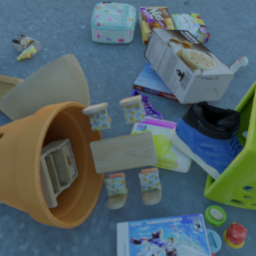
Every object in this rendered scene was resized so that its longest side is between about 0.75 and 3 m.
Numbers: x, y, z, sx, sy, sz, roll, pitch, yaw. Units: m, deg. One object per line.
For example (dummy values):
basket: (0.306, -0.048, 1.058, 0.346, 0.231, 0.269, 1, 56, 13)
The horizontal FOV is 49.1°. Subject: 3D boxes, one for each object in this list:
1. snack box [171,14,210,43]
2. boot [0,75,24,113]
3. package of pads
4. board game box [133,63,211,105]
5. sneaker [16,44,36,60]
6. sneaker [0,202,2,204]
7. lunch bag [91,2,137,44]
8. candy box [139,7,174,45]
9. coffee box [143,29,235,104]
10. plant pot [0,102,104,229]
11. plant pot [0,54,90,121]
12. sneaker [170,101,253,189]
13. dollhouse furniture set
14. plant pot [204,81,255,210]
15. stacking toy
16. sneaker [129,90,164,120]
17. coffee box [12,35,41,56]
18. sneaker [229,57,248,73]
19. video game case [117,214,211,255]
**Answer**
snack box: (2.734, -4.476, 12.562, 1.301, 0.485, 1.829, -6, 49, -5)
boot: (-4.596, -1.742, 9.878, 2.905, 0.961, 2.544, 14, 63, 14)
package of pads: (0.943, 0.451, 8.072, 1.836, 0.626, 1.419, 11, 49, 9)
board game box: (1.709, -1.559, 10.107, 2.771, 0.270, 1.427, 18, 52, 16)
sneaker: (-4.069, -2.921, 11.193, 0.904, 0.408, 0.353, -29, 35, 19)
sneaker: (-3.305, 1.349, 7.343, 0.854, 0.558, 1.485, -3, 53, -3)
lunch bag: (-0.586, -4.748, 12.498, 1.972, 0.948, 2.459, 2, 48, 2)
candy box: (1.254, -4.637, 12.604, 1.339, 0.648, 2.295, -2, 50, -2)
coffee box: (1.935, -2.162, 9.490, 1.619, 1.129, 2.831, -6, 47, -26)
plant pot: (-1.996, 0.830, 6.597, 1.934, 2.763, 2.763, -2, 46, 22)
plant pot: (-2.100, -0.680, 8.170, 2.556, 2.556, 1.716, -43, 102, -31)
sneaker: (2.490, 0.443, 6.885, 2.779, 1.546, 1.067, 38, 46, 15)
dollhouse furniture set: (-0.690, 0.751, 6.336, 2.605, 2.393, 1.695, -11, 11, 9)
plant pot: (3.492, 0.649, 6.722, 2.231, 2.447, 2.459, 22, 54, 7)
stacking toy: (2.022, 2.300, 6.501, 1.219, 0.515, 1.103, -15, 50, -13)
sneaker: (0.543, -0.673, 9.011, 0.630, 0.652, 1.562, -25, 53, -33)
coffee box: (-4.232, -3.443, 11.688, 1.049, 0.418, 0.600, 25, 53, 21)
sneaker: (4.118, -2.371, 10.593, 0.885, 0.363, 0.341, -33, 93, -11)
video game case: (0.747, 2.806, 5.838, 1.956, 0.444, 1.773, -9, 49, 7)
